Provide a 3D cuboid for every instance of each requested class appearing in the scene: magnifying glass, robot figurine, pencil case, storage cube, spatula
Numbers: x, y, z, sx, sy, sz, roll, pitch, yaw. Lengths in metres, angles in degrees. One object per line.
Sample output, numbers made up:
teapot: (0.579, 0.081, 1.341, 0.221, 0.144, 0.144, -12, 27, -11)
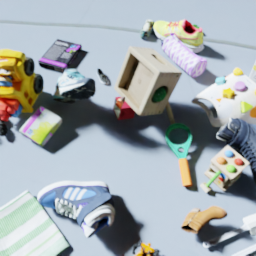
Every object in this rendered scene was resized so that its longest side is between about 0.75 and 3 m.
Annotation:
magnifying glass: (1.884, 0.894, 9.909, 0.972, 0.273, 2.441, -7, 59, 5)
robot figurine: (0.383, 3.742, 7.903, 0.754, 0.303, 1.040, 24, 58, 17)
pencil case: (2.528, -3.306, 12.698, 0.986, 1.004, 2.348, -15, 54, -37)
storage cube: (-0.134, -0.779, 10.974, 0.690, 0.656, 0.768, -8, 51, -21)
spatula: (3.462, 3.558, 8.151, 2.356, 0.189, 1.638, -18, 61, -12)

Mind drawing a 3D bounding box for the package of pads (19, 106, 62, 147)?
package of pads: (-3.199, -0.057, 10.394, 0.996, 0.439, 1.289, 32, 71, 5)

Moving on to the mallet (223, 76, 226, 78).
mallet: (4.937, -1.741, 11.627, 2.184, 0.719, 0.449, 32, 87, 24)

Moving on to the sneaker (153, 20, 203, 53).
sneaker: (2.504, -4.794, 13.648, 2.817, 1.272, 1.101, 30, 60, 22)

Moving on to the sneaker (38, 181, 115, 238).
sneaker: (-1.540, 2.461, 8.285, 2.301, 0.927, 1.685, -4, 36, -10)

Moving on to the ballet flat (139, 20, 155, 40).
ballet flat: (1.044, -5.217, 14.403, 0.618, 0.618, 1.664, 14, 54, 10)

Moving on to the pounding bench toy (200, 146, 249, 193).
pounding bench toy: (3.024, 1.454, 9.106, 1.403, 1.095, 0.872, -34, 61, -22)

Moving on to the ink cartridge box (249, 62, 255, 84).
ink cartridge box: (6.164, -2.438, 10.809, 2.163, 2.980, 1.243, 33, 67, 22)

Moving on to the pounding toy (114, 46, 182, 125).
pounding toy: (0.927, -1.466, 10.426, 1.653, 2.140, 2.325, -8, 45, -39)

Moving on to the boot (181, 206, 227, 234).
boot: (2.182, 2.680, 8.146, 1.214, 0.465, 0.942, -8, 14, 40)

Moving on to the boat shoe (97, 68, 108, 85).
boat shoe: (-1.154, -2.270, 12.393, 0.322, 0.266, 0.940, -24, 57, -17)

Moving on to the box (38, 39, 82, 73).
box: (-3.176, -3.424, 13.216, 1.333, 0.337, 1.865, 17, 57, 12)

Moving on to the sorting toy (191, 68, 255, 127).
sorting toy: (3.770, -1.019, 10.847, 2.255, 1.338, 2.505, -26, 55, -11)

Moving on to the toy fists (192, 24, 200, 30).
toy fists: (3.211, -5.176, 14.488, 1.119, 0.385, 0.570, 31, 59, 22)

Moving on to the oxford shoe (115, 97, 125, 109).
oxford shoe: (-0.245, -0.878, 9.786, 0.275, 0.772, 0.281, 46, 73, -2)

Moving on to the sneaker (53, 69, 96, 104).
sneaker: (-2.095, -1.677, 10.433, 1.076, 2.773, 1.197, 7, 83, -36)

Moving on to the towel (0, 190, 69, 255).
towel: (-3.141, 3.177, 8.344, 1.774, 0.272, 2.326, -34, 60, -23)

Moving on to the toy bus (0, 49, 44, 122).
toy bus: (-4.430, -1.470, 10.624, 1.574, 2.320, 2.227, 7, 62, 7)

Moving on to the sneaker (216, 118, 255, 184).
sneaker: (3.893, 0.761, 9.411, 1.832, 0.964, 2.536, 21, 49, -10)

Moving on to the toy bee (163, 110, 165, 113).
toy bee: (1.235, -1.149, 11.295, 0.945, 0.514, 0.619, 36, 23, -10)

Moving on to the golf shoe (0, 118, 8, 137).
golf shoe: (-4.975, -0.057, 10.714, 0.546, 0.450, 1.157, -27, 54, 2)
